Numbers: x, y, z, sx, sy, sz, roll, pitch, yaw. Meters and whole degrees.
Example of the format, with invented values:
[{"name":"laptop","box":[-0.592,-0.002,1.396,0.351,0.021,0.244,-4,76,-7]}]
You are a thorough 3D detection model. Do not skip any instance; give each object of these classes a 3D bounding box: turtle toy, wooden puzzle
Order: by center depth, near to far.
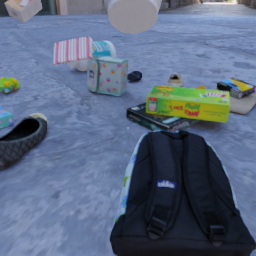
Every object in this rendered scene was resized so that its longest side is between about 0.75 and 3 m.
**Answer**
[{"name":"wooden puzzle","box":[3.534,-1.004,9.696,2.811,0.329,1.897,22,38,38]},{"name":"turtle toy","box":[-4.578,-1.642,10.697,0.748,0.519,1.026,12,28,22]}]

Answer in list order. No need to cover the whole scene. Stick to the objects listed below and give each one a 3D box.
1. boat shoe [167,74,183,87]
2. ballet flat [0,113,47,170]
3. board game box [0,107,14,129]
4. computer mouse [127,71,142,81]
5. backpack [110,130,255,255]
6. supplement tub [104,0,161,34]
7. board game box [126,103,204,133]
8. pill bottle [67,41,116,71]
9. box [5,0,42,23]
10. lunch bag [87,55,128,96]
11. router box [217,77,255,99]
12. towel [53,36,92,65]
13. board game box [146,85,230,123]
[{"name":"boat shoe","box":[1.913,-1.920,11.272,0.557,0.500,1.506,8,28,15]},{"name":"ballet flat","box":[-2.635,0.140,6.921,0.810,0.692,2.437,3,27,7]},{"name":"board game box","box":[-4.272,-0.309,8.204,1.199,0.355,1.577,-24,35,-39]},{"name":"computer mouse","box":[0.005,-1.958,11.689,0.519,0.301,1.770,34,44,22]},{"name":"backpack","box":[0.722,0.972,4.456,1.836,1.730,2.251,1,49,1]},{"name":"supplement tub","box":[0.107,-3.410,6.785,1.353,1.353,1.866,0,67,0]},{"name":"board game box","box":[1.433,-0.516,8.628,2.505,0.353,1.694,-21,33,-36]},{"name":"pill bottle","box":[-1.809,-3.459,13.510,2.273,1.259,1.259,-22,34,-36]},{"name":"box","box":[-2.983,-3.505,8.033,0.600,0.419,0.788,29,65,15]},{"name":"lunch bag","box":[-0.859,-1.984,10.456,1.550,1.321,0.945,13,27,17]},{"name":"router box","box":[3.786,-1.418,9.859,0.795,0.272,1.066,-20,34,-19]},{"name":"towel","box":[-1.743,-2.416,8.836,1.260,0.188,0.922,-9,59,6]},{"name":"board game box","box":[1.724,-0.737,8.074,2.216,0.528,1.126,8,27,15]}]
